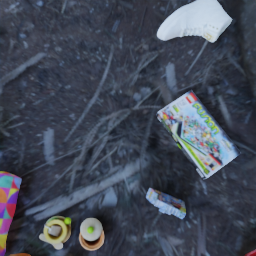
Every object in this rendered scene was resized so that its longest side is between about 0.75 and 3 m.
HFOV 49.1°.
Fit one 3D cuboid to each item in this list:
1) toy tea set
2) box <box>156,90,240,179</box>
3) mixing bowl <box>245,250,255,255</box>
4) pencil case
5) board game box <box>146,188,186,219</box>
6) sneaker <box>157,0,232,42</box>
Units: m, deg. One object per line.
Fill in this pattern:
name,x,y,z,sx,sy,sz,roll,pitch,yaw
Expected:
toy tea set,-1.967,3.355,7.198,1.760,1.096,2.960,41,80,9
box,2.044,0.173,8.312,1.291,0.407,2.346,-34,79,-8
mixing bowl,3.447,3.976,7.073,1.957,1.060,1.957,0,76,0
pencil case,-3.561,2.327,7.554,1.003,1.003,2.270,9,79,2
board game box,0.981,2.022,7.514,1.051,1.052,0.324,23,95,8
sneaker,2.188,-3.190,8.887,2.335,0.860,1.350,-33,76,-9
